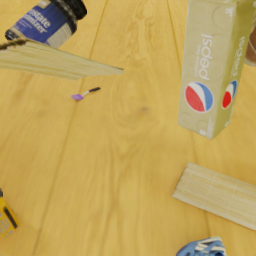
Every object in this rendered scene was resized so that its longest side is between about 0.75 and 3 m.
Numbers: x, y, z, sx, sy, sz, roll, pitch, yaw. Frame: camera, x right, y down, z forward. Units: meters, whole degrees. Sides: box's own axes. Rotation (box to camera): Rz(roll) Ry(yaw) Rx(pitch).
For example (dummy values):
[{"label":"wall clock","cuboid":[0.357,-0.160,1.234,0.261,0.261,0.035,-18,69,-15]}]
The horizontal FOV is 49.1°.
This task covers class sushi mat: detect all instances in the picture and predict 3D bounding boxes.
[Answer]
[{"label":"sushi mat","cuboid":[2.386,1.598,6.470,2.526,0.153,1.208,19,47,19]},{"label":"sushi mat","cuboid":[-1.242,-1.066,4.823,1.371,0.173,2.866,-5,2,24]}]

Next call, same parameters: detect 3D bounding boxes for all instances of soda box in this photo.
[{"label":"soda box","cuboid":[1.712,-1.200,5.690,0.943,2.785,0.892,28,46,34]}]

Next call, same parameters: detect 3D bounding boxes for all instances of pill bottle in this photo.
[{"label":"pill bottle","cuboid":[-1.832,-2.355,6.465,0.997,0.997,1.783,35,77,32]}]

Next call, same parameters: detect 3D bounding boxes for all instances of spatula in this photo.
[{"label":"spatula","cuboid":[-1.388,-1.181,9.459,1.086,0.112,0.307,-28,51,-27]}]

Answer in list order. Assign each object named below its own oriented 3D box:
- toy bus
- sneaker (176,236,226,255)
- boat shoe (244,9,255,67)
[{"label":"toy bus","cuboid":[-3.742,1.400,6.065,2.987,0.972,1.169,28,50,27]},{"label":"sneaker","cuboid":[1.425,2.429,5.423,1.019,0.377,0.419,-11,46,-10]},{"label":"boat shoe","cuboid":[2.442,-2.441,6.167,2.573,0.924,0.974,42,46,-20]}]
